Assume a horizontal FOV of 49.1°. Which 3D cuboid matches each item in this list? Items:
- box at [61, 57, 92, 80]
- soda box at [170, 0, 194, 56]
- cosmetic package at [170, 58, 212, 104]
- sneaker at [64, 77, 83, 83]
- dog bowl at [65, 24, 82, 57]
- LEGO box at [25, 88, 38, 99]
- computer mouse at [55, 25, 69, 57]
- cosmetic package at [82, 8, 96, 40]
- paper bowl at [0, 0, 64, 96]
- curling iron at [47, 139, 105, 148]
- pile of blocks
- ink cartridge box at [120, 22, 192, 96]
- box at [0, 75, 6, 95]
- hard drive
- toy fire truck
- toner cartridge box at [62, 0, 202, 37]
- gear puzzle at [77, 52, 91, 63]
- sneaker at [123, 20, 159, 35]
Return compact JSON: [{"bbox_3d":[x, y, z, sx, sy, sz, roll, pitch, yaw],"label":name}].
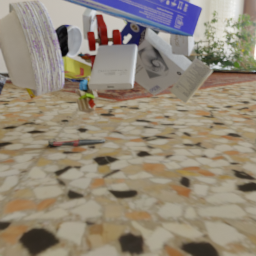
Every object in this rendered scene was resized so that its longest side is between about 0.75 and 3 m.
[{"bbox_3d":[-2.054,-2.132,10.223,0.773,0.515,2.054,-3,1,16],"label":"box"},{"bbox_3d":[1.728,-3.259,9.023,0.636,1.868,0.595,14,58,24],"label":"soda box"},{"bbox_3d":[1.805,-1.338,8.071,0.625,1.187,0.422,41,11,9],"label":"cosmetic package"},{"bbox_3d":[-2.818,-2.655,13.242,2.063,0.777,0.909,9,34,-32],"label":"sneaker"},{"bbox_3d":[-2.805,-4.127,13.278,0.565,1.434,1.434,21,23,21],"label":"dog bowl"},{"bbox_3d":[-3.792,-1.627,10.662,0.321,0.831,0.619,-28,47,-14],"label":"LEGO box"},{"bbox_3d":[-2.606,-2.654,10.052,0.447,1.941,1.363,21,56,12],"label":"computer mouse"},{"bbox_3d":[-1.446,-3.990,10.548,0.280,1.084,0.817,17,58,5],"label":"cosmetic package"},{"bbox_3d":[-2.739,-2.092,7.627,1.274,2.449,2.449,-18,21,-21],"label":"paper bowl"},{"bbox_3d":[-1.773,0.476,9.589,1.964,0.251,0.487,-4,15,-12],"label":"curling iron"},{"bbox_3d":[-1.107,-1.060,7.912,0.445,0.587,1.431,-27,45,29],"label":"pile of blocks"},{"bbox_3d":[0.698,-2.762,11.485,2.986,0.606,2.980,36,-21,-11],"label":"ink cartridge box"},{"bbox_3d":[-5.083,-1.368,8.097,1.528,1.327,2.313,12,-8,26],"label":"box"},{"bbox_3d":[-0.299,-1.332,6.023,0.892,0.178,1.353,0,49,7],"label":"hard drive"},{"bbox_3d":[-0.888,-2.936,10.200,1.113,1.985,1.667,-8,38,-6],"label":"toy fire truck"},{"bbox_3d":[-0.089,-2.661,5.884,2.998,0.647,1.424,8,16,-26],"label":"toner cartridge box"},{"bbox_3d":[-1.608,-2.947,11.971,0.674,0.170,1.302,-15,42,-42],"label":"gear puzzle"},{"bbox_3d":[0.573,-4.259,11.585,1.648,0.614,0.698,19,5,-11],"label":"sneaker"}]
